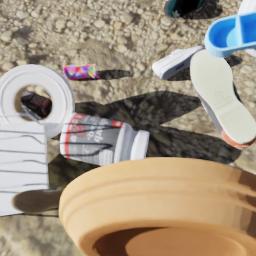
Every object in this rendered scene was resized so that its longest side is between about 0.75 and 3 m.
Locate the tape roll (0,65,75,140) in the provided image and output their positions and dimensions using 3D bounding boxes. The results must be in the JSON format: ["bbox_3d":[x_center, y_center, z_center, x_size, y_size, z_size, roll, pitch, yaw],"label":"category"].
[{"bbox_3d":[-2.334,-0.639,7.148,1.924,1.924,0.673,-1,11,-6],"label":"tape roll"}]

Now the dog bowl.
[{"bbox_3d":[1.635,-1.383,4.088,1.030,0.255,0.574,-6,88,21],"label":"dog bowl"}]

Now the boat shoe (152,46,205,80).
[{"bbox_3d":[1.622,-2.226,8.930,1.874,0.690,0.613,-29,64,-20],"label":"boat shoe"}]

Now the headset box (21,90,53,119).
[{"bbox_3d":[-2.482,-0.556,7.742,1.001,0.745,0.387,18,58,13],"label":"headset box"}]

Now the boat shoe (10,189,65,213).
[{"bbox_3d":[-1.536,1.284,5.005,1.121,0.363,0.403,0,77,-37],"label":"boat shoe"}]

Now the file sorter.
[{"bbox_3d":[-2.611,0.809,6.052,1.445,1.296,2.082,-6,79,-5],"label":"file sorter"}]

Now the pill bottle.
[{"bbox_3d":[-0.535,0.358,6.873,1.980,1.147,1.147,11,56,7],"label":"pill bottle"}]

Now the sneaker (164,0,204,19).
[{"bbox_3d":[1.839,-3.540,7.290,1.904,0.680,0.761,-45,36,3],"label":"sneaker"}]

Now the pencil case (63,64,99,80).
[{"bbox_3d":[-1.460,-1.752,8.746,1.089,0.481,0.481,-3,56,-1],"label":"pencil case"}]

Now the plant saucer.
[{"bbox_3d":[0.449,1.199,3.129,2.500,2.500,0.468,3,50,2],"label":"plant saucer"}]

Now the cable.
[{"bbox_3d":[2.912,-2.008,5.069,1.745,1.746,0.604,24,29,-19],"label":"cable"}]

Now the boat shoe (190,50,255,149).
[{"bbox_3d":[1.796,-0.561,5.401,0.742,0.652,2.084,-26,67,10],"label":"boat shoe"}]
